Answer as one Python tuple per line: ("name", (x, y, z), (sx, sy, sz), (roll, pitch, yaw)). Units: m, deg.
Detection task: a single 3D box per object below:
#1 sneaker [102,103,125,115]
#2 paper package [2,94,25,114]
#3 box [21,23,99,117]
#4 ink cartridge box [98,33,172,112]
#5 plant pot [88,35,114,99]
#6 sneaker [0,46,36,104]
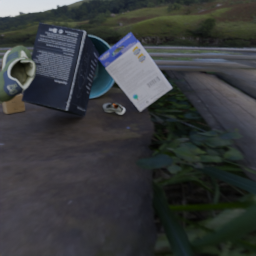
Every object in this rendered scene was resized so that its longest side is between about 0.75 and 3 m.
("sneaker", (-0.627, -0.851, 11.338), (1.108, 0.439, 0.410), (13, 63, 37))
("paper package", (-4.761, -1.008, 11.583), (0.794, 0.757, 0.411), (-18, 27, -40))
("box", (-2.237, -1.867, 9.905), (1.617, 2.565, 2.609), (11, -1, 4))
("ink cartridge box", (0.291, -2.150, 10.973), (1.637, 2.743, 0.576), (-35, 25, 13))
("plant pot", (-2.255, -3.089, 14.535), (2.950, 2.950, 2.772), (-5, 11, -13))
("sneaker", (-2.864, -1.559, 7.514), (1.082, 0.808, 2.410), (-17, 40, 21))
